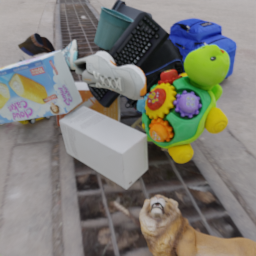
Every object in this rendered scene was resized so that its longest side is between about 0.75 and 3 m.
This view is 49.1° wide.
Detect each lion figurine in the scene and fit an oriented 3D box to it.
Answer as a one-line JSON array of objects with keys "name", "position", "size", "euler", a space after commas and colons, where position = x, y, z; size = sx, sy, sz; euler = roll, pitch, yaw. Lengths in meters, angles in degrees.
[{"name": "lion figurine", "position": [1.495, 2.236, 4.945], "size": [2.850, 1.033, 1.745], "euler": [19, 28, 4]}]

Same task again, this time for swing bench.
[{"name": "swing bench", "position": [1.108, -0.116, 7.838], "size": [1.389, 0.901, 1.381], "euler": [-53, 48, 1]}]

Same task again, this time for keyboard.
[{"name": "keyboard", "position": [0.090, -1.517, 7.316], "size": [1.633, 2.569, 0.265], "euler": [45, 21, 8]}]

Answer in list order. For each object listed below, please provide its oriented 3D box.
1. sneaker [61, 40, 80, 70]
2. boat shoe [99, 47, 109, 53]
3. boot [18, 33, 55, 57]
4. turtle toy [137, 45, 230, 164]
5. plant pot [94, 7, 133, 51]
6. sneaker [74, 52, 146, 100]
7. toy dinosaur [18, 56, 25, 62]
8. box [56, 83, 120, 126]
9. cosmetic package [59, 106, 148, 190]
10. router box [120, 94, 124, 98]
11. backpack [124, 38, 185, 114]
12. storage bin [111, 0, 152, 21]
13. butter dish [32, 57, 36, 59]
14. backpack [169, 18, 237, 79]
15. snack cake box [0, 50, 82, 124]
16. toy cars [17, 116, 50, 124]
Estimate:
[{"name": "sneaker", "position": [-2.989, -3.626, 13.793], "size": [1.114, 1.002, 2.582], "euler": [-7, 33, -6]}, {"name": "boat shoe", "position": [-0.947, -2.748, 10.923], "size": [0.467, 1.491, 0.545], "euler": [-18, 22, -27]}, {"name": "boot", "position": [-2.467, -2.201, 7.650], "size": [0.575, 0.443, 1.187], "euler": [-20, -7, 11]}, {"name": "turtle toy", "position": [1.260, -0.654, 6.528], "size": [1.398, 2.766, 2.016], "euler": [26, 27, -38]}, {"name": "plant pot", "position": [-0.460, -2.692, 7.782], "size": [0.969, 0.949, 0.969], "euler": [20, 25, -10]}, {"name": "sneaker", "position": [-0.472, -1.091, 6.311], "size": [0.951, 0.783, 2.068], "euler": [-21, 39, -33]}, {"name": "toy dinosaur", "position": [-3.584, -2.303, 10.953], "size": [1.348, 0.690, 0.519], "euler": [1, 30, -48]}, {"name": "box", "position": [-1.250, -0.763, 8.950], "size": [1.951, 1.214, 0.951], "euler": [0, 23, 2]}, {"name": "cosmetic package", "position": [-0.649, 0.448, 7.247], "size": [2.255, 1.213, 0.957], "euler": [25, 45, 32]}, {"name": "router box", "position": [-0.818, -1.269, 10.362], "size": [0.854, 0.292, 1.145], "euler": [13, 17, 40]}, {"name": "backpack", "position": [0.801, -1.491, 8.792], "size": [2.085, 2.284, 1.536], "euler": [-23, 61, 10]}, {"name": "storage bin", "position": [0.160, -3.472, 10.472], "size": [1.395, 2.077, 1.511], "euler": [22, 74, 20]}, {"name": "butter dish", "position": [-2.488, -1.795, 8.229], "size": [0.751, 0.753, 0.556], "euler": [12, 42, -22]}, {"name": "backpack", "position": [3.018, -3.212, 11.915], "size": [2.328, 2.404, 2.865], "euler": [-28, 45, -25]}, {"name": "snack cake box", "position": [-2.780, -1.057, 7.786], "size": [2.615, 1.504, 0.878], "euler": [-7, 26, 28]}, {"name": "toy cars", "position": [-3.798, -0.566, 9.140], "size": [2.617, 0.579, 1.173], "euler": [-1, 24, -14]}]
